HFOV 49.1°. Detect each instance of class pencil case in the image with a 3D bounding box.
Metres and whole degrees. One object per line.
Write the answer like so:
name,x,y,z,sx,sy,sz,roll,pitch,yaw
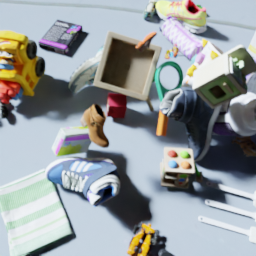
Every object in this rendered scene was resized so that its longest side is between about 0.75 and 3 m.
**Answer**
pencil case,2.446,-3.974,12.401,0.986,1.004,2.348,-29,62,-18

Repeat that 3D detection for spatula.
spatula,3.459,2.562,8.651,2.356,0.189,1.638,15,64,11

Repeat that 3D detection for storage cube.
storage cube,-0.433,-0.814,10.444,0.690,0.656,0.768,3,52,-9

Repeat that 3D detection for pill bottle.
pill bottle,3.498,-0.416,9.085,1.358,2.438,1.358,0,90,-22

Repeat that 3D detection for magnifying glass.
magnifying glass,1.248,-0.952,9.101,0.972,0.273,2.441,8,92,-23

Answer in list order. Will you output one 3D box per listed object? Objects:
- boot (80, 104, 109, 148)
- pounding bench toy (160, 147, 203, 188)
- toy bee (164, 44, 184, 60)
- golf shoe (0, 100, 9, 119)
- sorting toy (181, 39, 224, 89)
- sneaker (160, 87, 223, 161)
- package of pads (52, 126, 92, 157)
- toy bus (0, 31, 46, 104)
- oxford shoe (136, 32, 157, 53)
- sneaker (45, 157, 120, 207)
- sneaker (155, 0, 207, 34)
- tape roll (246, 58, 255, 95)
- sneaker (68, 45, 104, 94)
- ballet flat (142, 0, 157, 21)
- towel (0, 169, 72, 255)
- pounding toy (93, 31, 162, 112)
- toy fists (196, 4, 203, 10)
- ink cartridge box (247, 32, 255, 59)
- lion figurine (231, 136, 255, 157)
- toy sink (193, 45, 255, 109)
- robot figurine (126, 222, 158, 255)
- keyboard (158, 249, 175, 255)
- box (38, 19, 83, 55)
boot,-0.802,-0.052,8.094,0.465,0.942,1.214,-31,82,-44
pounding bench toy,1.786,1.252,8.843,1.403,1.095,0.872,4,50,-1
toy bee,1.826,-3.002,11.017,0.945,0.619,0.514,2,95,34
golf shoe,-4.922,-0.729,10.681,0.546,0.450,1.157,-26,57,3
sorting toy,2.614,-1.787,10.176,1.338,2.255,2.505,31,28,-19
sneaker,1.800,-0.097,8.922,1.832,2.536,0.964,2,24,-17
package of pads,-1.744,0.439,9.106,1.289,0.996,0.439,-5,45,-46
toy bus,-4.323,-2.110,10.495,1.574,2.320,2.227,11,67,5
oxford shoe,0.612,-2.651,8.637,0.772,0.281,0.275,-36,28,23
sneaker,-1.383,1.660,8.429,2.301,0.927,1.685,-3,27,-8
sneaker,2.577,-5.634,13.317,2.817,1.272,1.101,31,62,20
tape roll,4.989,-1.214,9.472,1.067,2.511,2.511,3,48,-41
sneaker,-1.108,-2.149,10.759,2.773,1.076,1.197,-41,91,9
ballet flat,1.182,-6.058,14.022,0.618,0.618,1.664,14,58,9
towel,-2.955,2.543,8.576,1.774,0.272,2.326,-22,59,-15
pounding toy,0.165,-1.846,9.826,2.325,1.653,2.140,16,96,-3
toy fists,3.297,-6.030,14.117,1.119,0.385,0.570,32,62,21
ink cartridge box,5.852,-2.962,10.543,1.243,2.980,2.163,-34,63,-20
lion figurine,4.120,0.340,9.891,0.853,0.505,1.393,18,53,0
toy sink,2.611,-1.295,7.453,0.959,1.471,0.824,38,45,-27
robot figurine,0.411,3.256,8.089,0.754,0.303,1.040,25,61,15
keyboard,1.531,4.293,7.456,1.993,0.256,1.197,26,54,16
box,-3.102,-4.232,12.971,1.333,0.337,1.865,18,60,11
